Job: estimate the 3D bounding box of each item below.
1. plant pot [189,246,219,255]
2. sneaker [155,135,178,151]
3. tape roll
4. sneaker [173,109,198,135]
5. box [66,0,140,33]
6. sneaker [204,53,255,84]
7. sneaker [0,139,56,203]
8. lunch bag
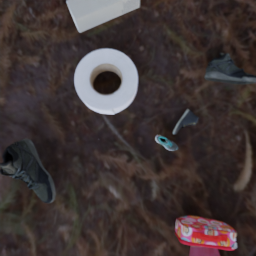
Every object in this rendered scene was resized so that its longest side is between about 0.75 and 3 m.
[{"bbox_3d":[2.576,4.627,9.349,1.396,1.396,1.249,1,68,0],"label":"plant pot"},{"bbox_3d":[1.405,0.562,10.225,0.894,0.408,0.347,26,84,2],"label":"sneaker"},{"bbox_3d":[-0.782,-1.666,10.286,2.301,0.805,2.301,0,83,-1],"label":"tape roll"},{"bbox_3d":[2.124,-0.117,10.299,0.579,0.408,1.090,35,83,6],"label":"sneaker"},{"bbox_3d":[-0.890,-4.651,10.526,2.609,1.072,0.892,-24,83,-4],"label":"box"},{"bbox_3d":[3.888,-2.204,10.386,1.922,0.735,1.101,11,90,7],"label":"sneaker"},{"bbox_3d":[-3.412,1.604,9.339,0.917,1.374,2.400,-27,90,29],"label":"sneaker"},{"bbox_3d":[2.558,3.476,9.248,1.871,1.648,0.766,7,83,1],"label":"lunch bag"}]
